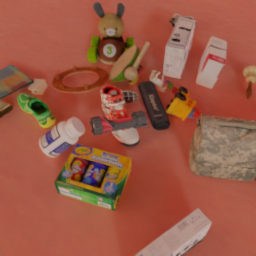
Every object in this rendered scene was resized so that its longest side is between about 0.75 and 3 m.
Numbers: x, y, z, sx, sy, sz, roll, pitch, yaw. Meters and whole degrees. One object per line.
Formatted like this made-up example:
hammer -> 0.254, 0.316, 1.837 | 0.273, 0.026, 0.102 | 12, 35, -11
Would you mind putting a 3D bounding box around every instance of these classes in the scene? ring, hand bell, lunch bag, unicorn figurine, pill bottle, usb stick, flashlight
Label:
ring -> -2.172, -2.290, 12.783 | 2.617, 0.251, 2.617 | -3, 36, 2
hand bell -> 5.500, -1.959, 12.644 | 0.824, 0.824, 1.582 | 16, 60, 14
lunch bag -> 3.354, 0.534, 9.353 | 2.395, 2.009, 1.669 | 8, 48, 7
unicorn figurine -> 1.400, -2.087, 12.552 | 1.134, 0.419, 0.779 | 23, 86, -17
pill bottle -> -2.301, 0.305, 9.872 | 1.520, 0.910, 0.910 | -33, 45, 20
usb stick -> 1.056, -1.010, 11.826 | 0.770, 0.453, 2.777 | -5, 48, -12
flashlight -> -0.344, -0.232, 10.209 | 2.033, 0.688, 0.691 | -13, 25, -19

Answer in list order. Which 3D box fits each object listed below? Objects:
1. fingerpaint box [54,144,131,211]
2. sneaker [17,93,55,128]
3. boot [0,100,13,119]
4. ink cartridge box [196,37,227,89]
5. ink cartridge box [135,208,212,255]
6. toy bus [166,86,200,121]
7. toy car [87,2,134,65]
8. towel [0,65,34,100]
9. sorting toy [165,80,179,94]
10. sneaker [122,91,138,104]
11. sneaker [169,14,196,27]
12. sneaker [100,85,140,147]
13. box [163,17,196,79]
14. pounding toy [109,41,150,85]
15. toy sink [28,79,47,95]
fingerpaint box -> -1.100, 1.567, 9.219 | 2.016, 0.740, 1.682 | 15, 49, 12
sneaker -> -3.755, -0.915, 11.417 | 2.262, 0.945, 0.838 | 35, 57, 29
boot -> -5.534, -0.782, 11.661 | 0.888, 0.414, 1.148 | 30, 49, 24
ink cartridge box -> 3.871, -3.042, 12.964 | 0.824, 1.435, 1.976 | 19, 50, 3
ink cartridge box -> 1.053, 3.249, 7.454 | 2.502, 1.176, 0.553 | -27, 53, -23
toy bus -> 2.379, -0.928, 11.521 | 1.287, 0.910, 1.341 | 32, 40, 4
toy car -> -0.837, -4.709, 13.668 | 2.245, 2.733, 2.156 | 2, 47, 3
towel -> -5.512, -2.137, 12.712 | 1.683, 0.249, 2.295 | -36, 47, -25
sorting toy -> 2.053, -1.887, 12.827 | 0.310, 0.312, 0.899 | 0, 42, -35
sneaker -> -0.358, -1.473, 12.205 | 1.562, 0.605, 0.622 | 3, 39, 3
sneaker -> 3.106, -6.167, 16.527 | 0.965, 0.627, 1.670 | -40, 48, -25
sneaker -> -0.375, -0.536, 10.760 | 0.870, 1.396, 2.605 | -20, 51, -17
box -> 2.515, -3.949, 13.696 | 0.871, 1.689, 2.896 | 14, 48, 12
pounding toy -> 0.251, -2.666, 12.745 | 1.935, 1.163, 2.507 | -57, 24, -10
toy sink -> -4.050, -1.784, 12.552 | 0.518, 0.445, 0.794 | 3, 44, 7
